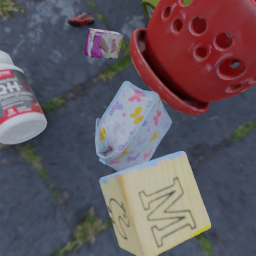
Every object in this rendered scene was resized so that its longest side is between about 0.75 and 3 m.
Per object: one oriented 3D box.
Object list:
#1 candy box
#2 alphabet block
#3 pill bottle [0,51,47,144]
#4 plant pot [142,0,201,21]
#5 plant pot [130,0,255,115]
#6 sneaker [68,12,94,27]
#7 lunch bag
[{"bbox_3d":[-0.571,-1.981,6.638,0.879,0.600,0.268,-12,38,-45],"label":"candy box"},{"bbox_3d":[0.300,0.946,3.621,0.964,0.959,0.982,-16,82,-21],"label":"alphabet block"},{"bbox_3d":[-3.145,-0.829,7.316,1.262,1.262,2.280,-27,75,-8],"label":"pill bottle"},{"bbox_3d":[1.635,-3.934,8.003,2.423,2.267,2.267,-43,77,-1],"label":"plant pot"},{"bbox_3d":[1.416,-1.540,5.155,2.177,2.391,2.391,-42,72,33],"label":"plant pot"},{"bbox_3d":[-1.463,-3.365,8.642,0.813,0.287,0.397,-7,73,-5],"label":"sneaker"},{"bbox_3d":[0.028,0.081,5.152,0.916,1.222,1.441,25,81,28],"label":"lunch bag"}]
